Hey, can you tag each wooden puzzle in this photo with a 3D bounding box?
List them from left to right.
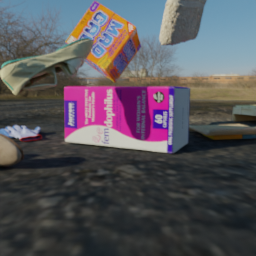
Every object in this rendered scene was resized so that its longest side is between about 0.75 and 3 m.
[{"bbox_3d":[2.865,0.108,8.282,1.773,0.357,1.916,-1,3,-6],"label":"wooden puzzle"}]

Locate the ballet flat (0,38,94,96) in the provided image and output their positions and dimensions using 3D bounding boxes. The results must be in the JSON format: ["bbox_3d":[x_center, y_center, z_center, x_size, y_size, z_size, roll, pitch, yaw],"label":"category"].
[{"bbox_3d":[-1.359,-1.116,5.241,1.922,0.668,0.668,-28,21,-28],"label":"ballet flat"}]

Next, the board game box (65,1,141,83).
[{"bbox_3d":[-0.665,-2.458,8.273,1.440,1.441,1.440,36,1,10],"label":"board game box"}]

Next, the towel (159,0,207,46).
[{"bbox_3d":[1.454,-2.947,6.460,0.500,1.924,2.903,18,27,16],"label":"towel"}]

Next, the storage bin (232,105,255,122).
[{"bbox_3d":[5.448,-0.558,11.657,1.528,0.721,1.539,-4,9,-26],"label":"storage bin"}]

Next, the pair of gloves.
[{"bbox_3d":[-3.599,0.175,7.814,2.517,0.287,2.024,-7,10,-37],"label":"pair of gloves"}]

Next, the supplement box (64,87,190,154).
[{"bbox_3d":[-0.037,-0.311,6.999,2.839,1.437,1.467,4,8,25],"label":"supplement box"}]

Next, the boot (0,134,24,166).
[{"bbox_3d":[-2.804,0.501,4.620,1.749,0.614,1.279,4,15,31],"label":"boot"}]
